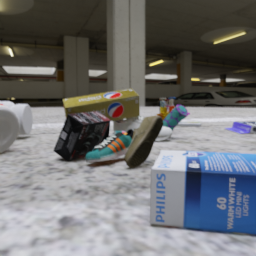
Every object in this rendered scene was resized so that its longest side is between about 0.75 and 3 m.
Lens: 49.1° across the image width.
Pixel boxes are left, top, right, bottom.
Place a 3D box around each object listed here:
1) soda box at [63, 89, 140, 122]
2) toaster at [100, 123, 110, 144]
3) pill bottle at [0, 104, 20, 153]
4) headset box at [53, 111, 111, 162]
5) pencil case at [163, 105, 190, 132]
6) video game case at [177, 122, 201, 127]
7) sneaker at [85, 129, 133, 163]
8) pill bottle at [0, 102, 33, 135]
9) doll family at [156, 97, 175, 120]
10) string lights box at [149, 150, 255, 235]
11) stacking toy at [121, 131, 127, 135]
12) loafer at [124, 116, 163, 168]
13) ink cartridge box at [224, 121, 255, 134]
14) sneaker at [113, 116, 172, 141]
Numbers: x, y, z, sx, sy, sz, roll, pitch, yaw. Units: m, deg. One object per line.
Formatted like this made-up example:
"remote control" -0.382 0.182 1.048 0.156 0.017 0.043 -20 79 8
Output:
"soda box" -1.015 -0.766 10.756 2.796 0.895 0.947 -12 27 -14
"toaster" -1.168 0.141 10.022 0.974 0.881 0.578 -4 14 -44
"pill bottle" -4.819 -0.305 8.753 2.743 1.503 1.503 20 16 30
"headset box" -1.220 0.188 7.895 0.602 1.160 1.558 33 18 21
"pencil case" 1.852 -0.273 11.502 0.653 1.413 0.601 33 36 -6
"video game case" 3.549 -0.232 16.814 1.571 0.180 1.430 1 6 17
"sneaker" -0.442 0.459 7.355 1.684 0.673 0.601 -15 0 -41
"pill bottle" -5.441 -0.327 11.492 2.662 1.509 1.509 -1 6 -1
"doll family" 1.750 -0.769 13.810 0.952 1.312 2.114 -1 1 0
"string lights box" 1.742 0.848 3.992 2.720 0.802 1.398 1 6 12
"stacking toy" 0.021 0.389 9.697 0.809 0.444 0.470 10 13 37
"loafer" 0.336 0.318 6.890 0.496 1.471 0.559 17 -26 45
"ink cartridge box" 6.066 -0.033 13.864 1.995 0.433 1.976 -2 7 -3
"sneaker" 0.518 -0.018 11.089 2.494 1.004 0.953 3 5 20
